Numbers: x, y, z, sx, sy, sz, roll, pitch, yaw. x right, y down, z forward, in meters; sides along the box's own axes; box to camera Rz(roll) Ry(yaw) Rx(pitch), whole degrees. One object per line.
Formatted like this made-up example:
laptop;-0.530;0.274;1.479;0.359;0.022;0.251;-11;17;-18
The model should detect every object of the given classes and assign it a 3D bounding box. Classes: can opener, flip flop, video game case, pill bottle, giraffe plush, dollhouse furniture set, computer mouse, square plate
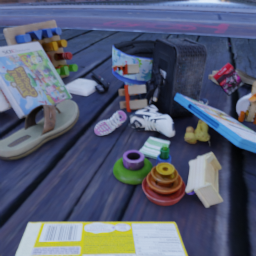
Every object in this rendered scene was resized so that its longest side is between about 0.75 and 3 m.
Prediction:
can opener;-1.185;-1.910;11.395;0.541;0.436;1.375;-4;44;-34
flip flop;-2.536;-0.162;8.042;1.207;0.857;2.976;10;33;33
video game case;-3.376;-1.738;9.611;0.270;2.444;2.225;-30;1;41
pill bottle;4.328;-0.801;9.290;1.454;0.831;0.831;-23;37;-36
giraffe plush;1.908;0.181;7.909;0.660;0.703;0.814;-7;61;7
dollhouse furniture set;-0.035;-1.271;9.113;0.798;1.532;1.549;-7;6;-12
computer mouse;0.797;-1.081;9.137;0.400;1.736;1.219;13;34;-19
square plate;-1.898;-1.726;11.567;1.345;0.193;1.358;15;32;23
video game case;2.728;-0.067;7.672;2.025;0.252;2.830;16;20;-30

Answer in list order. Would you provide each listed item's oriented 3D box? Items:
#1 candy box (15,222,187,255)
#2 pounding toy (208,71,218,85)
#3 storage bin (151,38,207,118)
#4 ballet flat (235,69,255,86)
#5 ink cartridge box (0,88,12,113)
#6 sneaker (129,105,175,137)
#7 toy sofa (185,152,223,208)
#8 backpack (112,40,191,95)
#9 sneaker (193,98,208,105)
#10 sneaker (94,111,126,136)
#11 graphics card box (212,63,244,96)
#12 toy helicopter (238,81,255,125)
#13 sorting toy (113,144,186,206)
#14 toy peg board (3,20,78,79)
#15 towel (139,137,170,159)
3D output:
candy box;-0.375;1.938;4.234;2.532;0.334;1.294;2;21;-5
pounding toy;3.853;-2.041;11.821;1.038;0.475;0.912;-6;30;-11
storage bin;1.556;-1.651;9.212;1.089;2.324;1.571;-8;30;-19
ballet flat;5.104;-1.713;11.276;0.818;0.563;2.429;21;19;-40
ink cartridge box;-4.739;-0.909;8.673;0.781;1.353;1.865;-17;12;36
sneaker;0.598;-0.106;8.311;1.052;0.645;1.616;-18;40;-17
toy sofa;1.698;1.143;6.201;0.603;0.512;1.237;-28;18;28
backpack;0.684;-2.320;10.842;2.539;1.866;2.324;-6;30;-26
sneaker;2.474;-0.966;9.979;1.036;0.438;0.388;-21;36;-32
sneaker;-0.535;-0.076;8.498;1.068;0.472;0.430;-33;81;-16
graphics card box;3.721;-1.769;10.384;0.732;1.167;0.297;-42;43;14
toy helicopter;3.739;-0.856;8.377;0.559;0.937;1.416;12;62;18
sorting toy;0.518;0.881;6.364;1.173;0.801;1.951;-24;38;-36
toy peg board;-3.267;-2.974;11.306;1.189;2.421;2.431;6;28;35
towel;0.727;0.542;7.676;0.656;0.101;0.860;14;32;21
